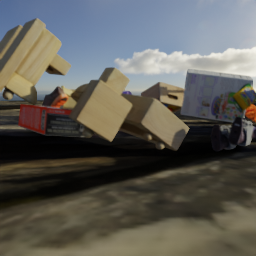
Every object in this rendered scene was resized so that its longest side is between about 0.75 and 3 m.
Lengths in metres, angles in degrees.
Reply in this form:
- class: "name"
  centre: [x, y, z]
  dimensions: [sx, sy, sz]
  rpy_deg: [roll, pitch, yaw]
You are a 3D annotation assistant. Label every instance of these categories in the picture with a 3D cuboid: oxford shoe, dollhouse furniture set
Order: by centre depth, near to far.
- class: "dollhouse furniture set"
  centre: [-1.246, 0.060, 5.055]
  dimensions: [2.946, 2.400, 2.802]
  rpy_deg: [35, -9, -33]
- class: "oxford shoe"
  centre: [-2.988, -0.901, 10.715]
  dimensions: [1.719, 0.627, 0.613]
  rpy_deg: [-37, -15, 23]

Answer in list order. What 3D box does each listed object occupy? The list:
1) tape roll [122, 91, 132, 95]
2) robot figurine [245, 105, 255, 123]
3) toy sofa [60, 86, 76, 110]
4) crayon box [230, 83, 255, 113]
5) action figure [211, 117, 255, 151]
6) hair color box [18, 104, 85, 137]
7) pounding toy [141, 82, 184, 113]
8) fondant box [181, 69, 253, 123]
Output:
- class: "tape roll"
  centre: [-0.064, -1.016, 11.448]
  dimensions: [0.318, 0.969, 0.969]
  rpy_deg: [-2, 6, 18]
- class: "robot figurine"
  centre: [4.564, -0.537, 10.180]
  dimensions: [0.802, 0.468, 0.577]
  rpy_deg: [15, 26, -41]
- class: "toy sofa"
  centre: [-1.616, -1.096, 12.677]
  dimensions: [2.820, 1.168, 1.376]
  rpy_deg: [-1, -22, -6]
- class: "crayon box"
  centre: [3.588, -0.923, 8.606]
  dimensions: [0.880, 0.553, 0.227]
  rpy_deg: [-39, 3, -28]
- class: "action figure"
  centre: [2.476, 0.110, 5.373]
  dimensions: [1.801, 0.625, 1.172]
  rpy_deg: [-1, 0, -32]
- class: "hair color box"
  centre: [-1.991, -0.215, 7.246]
  dimensions: [1.088, 0.656, 2.143]
  rpy_deg: [5, 3, -37]
- class: "pounding toy"
  centre: [1.925, -1.189, 11.680]
  dimensions: [1.909, 0.994, 2.173]
  rpy_deg: [9, -18, -30]
- class: "fondant box"
  centre: [3.064, -1.132, 9.890]
  dimensions: [2.178, 1.571, 0.634]
  rpy_deg: [10, 25, 13]
